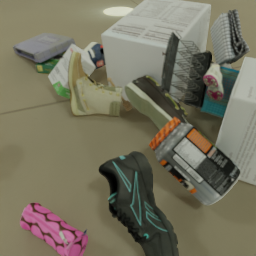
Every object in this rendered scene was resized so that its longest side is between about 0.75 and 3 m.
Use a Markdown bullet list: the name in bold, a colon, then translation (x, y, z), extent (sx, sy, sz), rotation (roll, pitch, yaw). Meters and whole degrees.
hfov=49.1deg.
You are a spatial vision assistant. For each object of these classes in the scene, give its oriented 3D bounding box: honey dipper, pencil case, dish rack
- **honey dipper**: translation (-0.268, -1.044, 8.525), extent (0.219, 1.154, 0.219), rotation (-33, 12, 8)
- **pencil case**: translation (-1.408, 1.891, 5.197), extent (1.394, 0.653, 0.633), rotation (19, 76, 27)
- **dish rack**: translation (1.423, -1.377, 6.843), extent (0.545, 1.532, 1.997), rotation (9, -2, 32)

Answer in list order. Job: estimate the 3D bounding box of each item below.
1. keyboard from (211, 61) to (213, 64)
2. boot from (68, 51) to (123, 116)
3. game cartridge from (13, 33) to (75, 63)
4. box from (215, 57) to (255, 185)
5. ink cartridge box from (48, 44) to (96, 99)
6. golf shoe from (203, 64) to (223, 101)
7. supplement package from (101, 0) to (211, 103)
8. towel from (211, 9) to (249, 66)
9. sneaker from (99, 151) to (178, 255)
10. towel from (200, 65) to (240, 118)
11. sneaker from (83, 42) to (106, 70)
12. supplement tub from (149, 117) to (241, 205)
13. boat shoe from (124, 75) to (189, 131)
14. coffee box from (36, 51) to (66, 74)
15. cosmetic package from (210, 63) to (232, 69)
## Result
- **keyboard**: translation (3.068, -2.436, 10.984), extent (0.813, 0.132, 1.280), rotation (-35, 51, -29)
- **boot**: translation (-0.907, -1.206, 8.011), extent (1.511, 1.954, 0.704), rotation (3, 34, 2)
- **game cartridge**: translation (-3.430, -3.304, 11.376), extent (1.689, 0.500, 2.605), rotation (-31, 37, -28)
- **box**: translation (3.013, -0.180, 6.570), extent (1.416, 2.155, 2.166), rotation (18, 42, 18)
- **ink cartridge box**: translation (-1.811, -1.793, 8.972), extent (0.585, 1.392, 1.016), rotation (19, 30, -50)
- **golf shoe**: translation (2.143, -1.084, 6.811), extent (0.421, 1.119, 0.512), rotation (16, 71, 29)
- **supplement package**: translation (0.994, -2.462, 9.062), extent (2.255, 2.272, 2.993), rotation (20, 50, 23)
- **towel**: translation (2.738, -2.415, 7.653), extent (0.629, 1.217, 1.470), rotation (-10, 2, 7)
- **sneaker**: translation (0.130, 1.565, 5.049), extent (0.913, 0.869, 2.304), rotation (-6, 62, -29)
- **towel**: translation (3.156, -0.773, 7.761), extent (2.166, 1.588, 0.235), rotation (23, 44, 22)
- **sneaker**: translation (-1.336, -2.364, 10.212), extent (0.889, 0.788, 2.103), rotation (21, 58, 14)
- **supplement tub**: translation (1.343, 0.656, 5.869), extent (1.742, 1.067, 1.067), rotation (44, 52, 10)
- **boat shoe**: translation (1.046, -0.404, 7.357), extent (0.806, 0.954, 2.677), rotation (-37, 70, -18)
- **coffee box**: translation (-2.816, -2.646, 11.043), extent (0.995, 0.356, 1.619), rotation (5, 39, 10)
- **cosmetic package**: translation (2.722, -1.527, 8.936), extent (0.825, 0.697, 1.545), rotation (-12, 30, 44)
